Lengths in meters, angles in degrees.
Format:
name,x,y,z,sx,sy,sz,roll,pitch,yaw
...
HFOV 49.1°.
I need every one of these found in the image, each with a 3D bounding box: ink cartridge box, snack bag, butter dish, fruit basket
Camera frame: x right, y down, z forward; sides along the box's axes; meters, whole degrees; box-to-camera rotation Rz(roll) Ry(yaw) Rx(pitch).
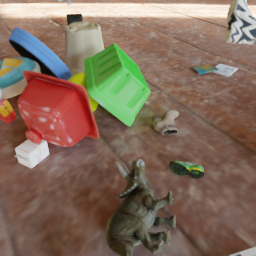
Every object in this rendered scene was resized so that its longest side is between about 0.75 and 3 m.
name,x,y,z,sx,sy,sz,roll,pitch,yaw
ink cartridge box,-2.550,0.651,7.360,0.487,0.475,0.758,18,39,24
snack bag,4.186,-2.531,12.214,0.880,0.100,0.934,25,44,31
butter dish,-2.088,-0.224,7.476,2.104,2.098,1.555,18,53,23
fruit basket,-0.935,-1.201,9.247,2.918,2.105,2.918,-34,35,28

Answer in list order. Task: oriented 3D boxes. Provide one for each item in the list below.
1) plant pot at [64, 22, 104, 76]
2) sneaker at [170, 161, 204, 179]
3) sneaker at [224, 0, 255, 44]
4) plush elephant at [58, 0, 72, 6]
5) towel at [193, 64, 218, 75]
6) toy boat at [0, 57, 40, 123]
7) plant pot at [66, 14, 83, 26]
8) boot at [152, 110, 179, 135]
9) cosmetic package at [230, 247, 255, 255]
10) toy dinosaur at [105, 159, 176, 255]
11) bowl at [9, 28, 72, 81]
name,x,y,z,sx,sy,sz,roll,pitch,yaw
plant pot,-1.834,-3.301,11.735,2.094,1.917,2.094,0,35,0
sneaker,1.467,1.009,7.044,0.866,0.338,0.369,16,30,7
sneaker,3.322,-3.010,7.784,0.982,0.602,1.509,13,78,-6
plush elephant,-1.720,-3.645,7.403,0.618,0.750,0.581,-40,15,-12
towel,3.363,-2.546,12.173,0.912,0.099,0.669,-11,36,-7
toy boat,-4.193,-1.500,9.386,2.447,1.353,2.911,-21,43,1
plant pot,-3.209,-6.247,16.891,0.935,0.937,0.831,-4,47,-6
boot,1.274,-0.130,8.626,1.096,0.385,0.802,-16,45,-20
cosmetic package,2.102,2.560,4.841,1.017,0.263,0.767,-11,39,-15
toy dinosaur,0.147,1.849,5.479,1.345,1.013,2.631,-1,40,23
bowl,-3.258,-2.553,10.367,2.592,2.592,0.509,30,77,35
